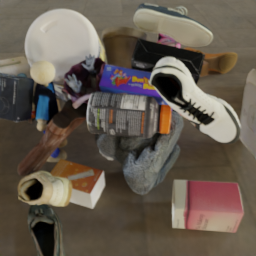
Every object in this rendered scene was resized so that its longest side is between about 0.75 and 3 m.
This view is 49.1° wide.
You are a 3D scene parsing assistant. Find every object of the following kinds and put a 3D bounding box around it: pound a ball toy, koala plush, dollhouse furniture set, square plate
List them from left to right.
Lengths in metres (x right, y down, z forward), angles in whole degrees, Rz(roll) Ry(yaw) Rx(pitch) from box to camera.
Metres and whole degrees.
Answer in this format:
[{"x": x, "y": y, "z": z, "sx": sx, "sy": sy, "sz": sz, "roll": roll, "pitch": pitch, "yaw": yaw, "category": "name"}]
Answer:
[{"x": -3.779, "y": -1.610, "z": 8.027, "sx": 1.854, "sy": 1.209, "sz": 0.788, "roll": -20, "pitch": 49, "yaw": -27, "category": "pound a ball toy"}, {"x": -2.549, "y": -0.399, "z": 8.604, "sx": 1.083, "sy": 1.071, "sz": 0.558, "roll": -22, "pitch": 74, "yaw": 8, "category": "dollhouse furniture set"}, {"x": 0.015, "y": 0.456, "z": 7.561, "sx": 2.273, "sy": 2.016, "sz": 2.089, "roll": 26, "pitch": 58, "yaw": 22, "category": "koala plush"}, {"x": 3.516, "y": -0.235, "z": 7.579, "sx": 0.334, "sy": 2.347, "sz": 2.325, "roll": 0, "pitch": 22, "yaw": 2, "category": "square plate"}]

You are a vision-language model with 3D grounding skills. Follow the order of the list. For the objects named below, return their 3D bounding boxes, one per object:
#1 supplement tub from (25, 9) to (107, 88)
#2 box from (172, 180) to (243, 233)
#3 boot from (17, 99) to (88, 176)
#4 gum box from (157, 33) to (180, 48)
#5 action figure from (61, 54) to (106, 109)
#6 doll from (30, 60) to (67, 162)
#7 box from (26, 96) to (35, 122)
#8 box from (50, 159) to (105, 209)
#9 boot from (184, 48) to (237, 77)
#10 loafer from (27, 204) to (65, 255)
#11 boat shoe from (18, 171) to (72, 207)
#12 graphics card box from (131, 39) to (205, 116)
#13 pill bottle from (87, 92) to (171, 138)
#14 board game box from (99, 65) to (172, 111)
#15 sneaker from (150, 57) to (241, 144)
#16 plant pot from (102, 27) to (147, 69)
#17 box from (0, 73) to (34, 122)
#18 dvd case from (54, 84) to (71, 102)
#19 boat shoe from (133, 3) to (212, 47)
[{"x": -1.848, "y": -2.335, "z": 9.250, "sx": 2.146, "sy": 2.146, "sz": 2.972, "roll": 2, "pitch": 1, "yaw": 3, "category": "supplement tub"}, {"x": 1.772, "y": 1.813, "z": 6.502, "sx": 1.475, "sy": 0.943, "sz": 0.804, "roll": 1, "pitch": 45, "yaw": 8, "category": "box"}, {"x": -1.914, "y": 0.278, "z": 7.318, "sx": 0.650, "sy": 2.023, "sz": 1.886, "roll": 40, "pitch": 28, "yaw": 2, "category": "boot"}, {"x": 1.434, "y": -2.866, "z": 10.203, "sx": 0.801, "sy": 1.375, "sz": 2.424, "roll": 5, "pitch": 39, "yaw": 6, "category": "gum box"}, {"x": -0.970, "y": -0.849, "z": 8.169, "sx": 1.620, "sy": 2.419, "sz": 1.801, "roll": -23, "pitch": 58, "yaw": -12, "category": "action figure"}, {"x": -2.146, "y": -0.473, "z": 7.503, "sx": 0.698, "sy": 2.881, "sz": 1.966, "roll": -5, "pitch": 42, "yaw": -8, "category": "doll"}, {"x": -3.355, "y": -0.661, "z": 9.715, "sx": 0.469, "sy": 0.560, "sz": 0.754, "roll": 16, "pitch": 50, "yaw": 27, "category": "box"}, {"x": -1.367, "y": 1.446, "z": 7.321, "sx": 1.298, "sy": 0.633, "sz": 0.807, "roll": 13, "pitch": 41, "yaw": 15, "category": "box"}, {"x": 3.441, "y": -3.098, "z": 12.678, "sx": 2.509, "sy": 0.962, "sz": 1.948, "roll": -23, "pitch": 40, "yaw": -17, "category": "boot"}, {"x": -1.838, "y": 2.320, "z": 6.263, "sx": 0.717, "sy": 0.628, "sz": 1.997, "roll": -18, "pitch": 41, "yaw": -19, "category": "loafer"}, {"x": -2.090, "y": 1.362, "z": 6.308, "sx": 0.703, "sy": 0.781, "sz": 2.164, "roll": 15, "pitch": -14, "yaw": -40, "category": "boat shoe"}, {"x": 1.008, "y": -1.305, "z": 8.068, "sx": 1.760, "sy": 2.806, "sz": 0.714, "roll": 15, "pitch": 75, "yaw": 7, "category": "graphics card box"}, {"x": 0.052, "y": -0.275, "z": 6.499, "sx": 1.859, "sy": 0.987, "sz": 0.987, "roll": 6, "pitch": 40, "yaw": 5, "category": "pill bottle"}, {"x": 0.337, "y": -0.686, "z": 8.142, "sx": 1.890, "sy": 2.811, "sz": 0.629, "roll": 12, "pitch": 73, "yaw": 7, "category": "board game box"}, {"x": 1.362, "y": -0.455, "z": 5.956, "sx": 2.398, "sy": 0.884, "sz": 0.959, "roll": 42, "pitch": 33, "yaw": 2, "category": "sneaker"}, {"x": -0.167, "y": -2.779, "z": 10.430, "sx": 1.662, "sy": 1.442, "sz": 1.662, "roll": 3, "pitch": 0, "yaw": 0, "category": "plant pot"}, {"x": -3.209, "y": -0.841, "z": 7.465, "sx": 1.119, "sy": 1.139, "sz": 0.706, "roll": 13, "pitch": 13, "yaw": 15, "category": "box"}, {"x": -1.667, "y": -1.850, "z": 11.568, "sx": 2.124, "sy": 0.228, "sz": 2.856, "roll": 31, "pitch": 49, "yaw": 31, "category": "dvd case"}, {"x": 1.421, "y": -3.229, "z": 8.699, "sx": 2.500, "sy": 0.936, "sz": 0.773, "roll": 14, "pitch": 56, "yaw": 3, "category": "boat shoe"}]
